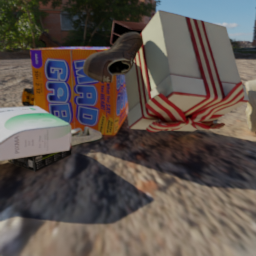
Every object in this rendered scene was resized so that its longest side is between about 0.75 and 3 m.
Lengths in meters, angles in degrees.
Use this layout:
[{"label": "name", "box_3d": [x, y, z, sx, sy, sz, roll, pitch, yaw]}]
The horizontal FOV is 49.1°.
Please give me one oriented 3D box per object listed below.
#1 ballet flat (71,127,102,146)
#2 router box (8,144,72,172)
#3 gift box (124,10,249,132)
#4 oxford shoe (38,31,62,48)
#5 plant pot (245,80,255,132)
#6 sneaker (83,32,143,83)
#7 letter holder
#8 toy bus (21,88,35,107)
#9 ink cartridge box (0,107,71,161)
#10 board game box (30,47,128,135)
[{"label": "ballet flat", "box_3d": [-1.310, 0.206, 8.124, 1.372, 0.492, 0.492, -15, 23, -41]}, {"label": "router box", "box_3d": [-2.174, 0.591, 6.980, 0.944, 0.391, 1.260, 11, 20, 30]}, {"label": "gift box", "box_3d": [1.408, -1.296, 7.604, 2.675, 2.707, 2.899, 0, -19, -21]}, {"label": "oxford shoe", "box_3d": [-3.071, -3.305, 11.337, 1.222, 0.516, 0.444, 36, -11, -17]}, {"label": "plant pot", "box_3d": [4.866, -0.760, 8.652, 2.234, 2.441, 2.441, -6, 15, 19]}, {"label": "sneaker", "box_3d": [-0.135, -1.632, 6.769, 0.782, 0.729, 2.071, 33, 53, 20]}, {"label": "letter holder", "box_3d": [0.354, -3.031, 9.342, 1.521, 0.765, 1.081, -10, 33, -35]}, {"label": "toy bus", "box_3d": [-4.044, -1.273, 12.530, 1.166, 0.791, 1.119, 20, 10, 43]}, {"label": "ink cartridge box", "box_3d": [-3.151, 0.090, 6.442, 2.967, 0.743, 2.388, -5, 17, -36]}, {"label": "board game box", "box_3d": [-1.466, -1.425, 9.686, 2.592, 2.594, 2.592, 3, 18, 8]}]
